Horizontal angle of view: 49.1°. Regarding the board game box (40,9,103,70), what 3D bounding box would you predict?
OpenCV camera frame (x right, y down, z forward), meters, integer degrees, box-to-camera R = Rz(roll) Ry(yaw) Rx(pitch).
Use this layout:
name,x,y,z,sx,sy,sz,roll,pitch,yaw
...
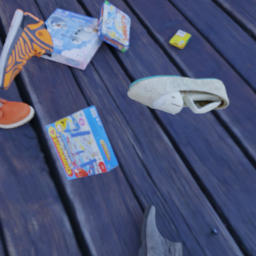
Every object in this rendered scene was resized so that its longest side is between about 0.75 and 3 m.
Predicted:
name,x,y,z,sx,sy,sz,roll,pitch,yaw
board game box,-2.763,-4.284,13.260,2.863,0.621,2.849,18,60,11

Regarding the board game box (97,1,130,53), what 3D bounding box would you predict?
name,x,y,z,sx,sy,sz,roll,pitch,yaw
board game box,-0.636,-4.798,13.252,1.521,0.387,2.247,22,53,-31

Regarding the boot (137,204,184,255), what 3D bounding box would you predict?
name,x,y,z,sx,sy,sz,roll,pitch,yaw
boot,1.029,3.469,8.599,1.349,0.715,2.050,8,70,1

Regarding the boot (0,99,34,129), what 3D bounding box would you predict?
name,x,y,z,sx,sy,sz,roll,pitch,yaw
boot,-5.072,-0.741,10.652,2.729,1.463,1.024,-1,57,-3

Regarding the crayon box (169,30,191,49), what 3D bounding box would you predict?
name,x,y,z,sx,sy,sz,roll,pitch,yaw
crayon box,2.468,-4.189,13.426,0.656,0.262,1.033,31,63,17

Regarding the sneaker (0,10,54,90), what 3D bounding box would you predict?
name,x,y,z,sx,sy,sz,roll,pitch,yaw
sneaker,-2.971,-2.129,8.282,1.342,0.929,2.396,18,90,-28

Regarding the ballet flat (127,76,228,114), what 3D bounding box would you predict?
name,x,y,z,sx,sy,sz,roll,pitch,yaw
ballet flat,1.468,-0.825,7.410,2.976,1.004,0.928,-6,62,-22

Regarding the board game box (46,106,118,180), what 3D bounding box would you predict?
name,x,y,z,sx,sy,sz,roll,pitch,yaw
board game box,-1.261,0.452,7.418,0.462,1.619,1.654,-27,96,-51
